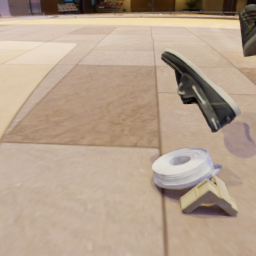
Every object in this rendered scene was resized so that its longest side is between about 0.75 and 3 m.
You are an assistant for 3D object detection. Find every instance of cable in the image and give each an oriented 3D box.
[{"bbox_3d":[1.147,0.844,5.976,1.280,0.443,1.280,-24,16,-28],"label":"cable"}]

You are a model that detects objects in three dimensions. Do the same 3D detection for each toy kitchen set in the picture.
[{"bbox_3d":[1.556,1.378,5.481,0.793,0.716,0.647,37,26,-15],"label":"toy kitchen set"}]

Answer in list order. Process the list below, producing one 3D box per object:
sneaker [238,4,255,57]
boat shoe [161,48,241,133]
[{"bbox_3d":[3.209,-2.620,7.038,0.886,1.258,2.368,-12,1,12],"label":"sneaker"},{"bbox_3d":[1.297,-0.838,5.722,2.117,0.716,0.760,52,13,23],"label":"boat shoe"}]
